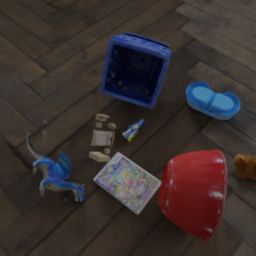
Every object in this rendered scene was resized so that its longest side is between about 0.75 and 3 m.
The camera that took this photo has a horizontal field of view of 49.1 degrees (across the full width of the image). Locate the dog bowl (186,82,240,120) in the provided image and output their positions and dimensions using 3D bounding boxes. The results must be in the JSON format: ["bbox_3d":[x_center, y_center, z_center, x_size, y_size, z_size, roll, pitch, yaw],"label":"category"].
[{"bbox_3d":[3.547,-1.112,11.951,2.288,0.567,1.275,25,60,16],"label":"dog bowl"}]

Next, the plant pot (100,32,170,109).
[{"bbox_3d":[0.419,-2.524,11.546,2.394,2.394,2.152,19,35,5],"label":"plant pot"}]

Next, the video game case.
[{"bbox_3d":[-0.030,1.957,10.178,2.032,0.183,1.455,33,63,20],"label":"video game case"}]

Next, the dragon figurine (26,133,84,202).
[{"bbox_3d":[-2.539,1.455,9.882,1.460,0.865,2.938,-18,66,-27],"label":"dragon figurine"}]

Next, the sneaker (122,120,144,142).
[{"bbox_3d":[0.231,0.019,11.306,0.473,0.425,1.150,33,62,22],"label":"sneaker"}]

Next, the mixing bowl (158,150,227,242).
[{"bbox_3d":[1.803,1.891,8.631,1.499,2.767,2.767,11,58,3],"label":"mixing bowl"}]

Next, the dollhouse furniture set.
[{"bbox_3d":[-0.814,0.372,10.370,0.849,1.639,0.725,6,6,-38],"label":"dollhouse furniture set"}]

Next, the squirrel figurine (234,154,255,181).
[{"bbox_3d":[4.495,1.294,9.922,1.397,1.303,0.988,-8,60,-4],"label":"squirrel figurine"}]
